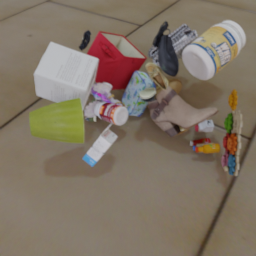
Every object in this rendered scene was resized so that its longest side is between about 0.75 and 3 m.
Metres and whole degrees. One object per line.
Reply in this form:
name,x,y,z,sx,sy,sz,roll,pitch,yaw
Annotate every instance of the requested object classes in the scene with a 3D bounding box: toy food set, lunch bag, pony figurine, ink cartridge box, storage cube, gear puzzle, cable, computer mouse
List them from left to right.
cable,-1.760,-3.504,11.284,0.258,0.830,1.017,25,23,-27
pony figurine,-1.071,-1.281,11.015,1.789,1.543,1.853,-1,38,-47
ink cartridge box,-0.822,0.539,8.964,0.442,1.326,0.768,40,23,0
storage cube,-0.585,-2.676,11.433,1.611,1.695,1.885,47,30,17
lunch bag,0.387,-1.390,11.283,0.666,1.616,1.299,6,37,-32
computer mouse,1.083,-2.293,8.591,0.429,1.126,1.627,-10,72,-16
toy food set,2.662,0.270,10.261,0.817,0.867,1.815,-4,53,-3
gear puzzle,3.269,0.116,8.976,0.356,2.722,1.410,4,2,6

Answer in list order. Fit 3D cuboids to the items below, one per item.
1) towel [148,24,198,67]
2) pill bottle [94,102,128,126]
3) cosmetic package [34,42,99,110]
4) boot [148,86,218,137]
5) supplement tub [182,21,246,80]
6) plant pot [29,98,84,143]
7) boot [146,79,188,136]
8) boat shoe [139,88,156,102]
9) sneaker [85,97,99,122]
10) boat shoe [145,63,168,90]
towel,1.863,-3.347,11.480,0.853,1.994,1.651,57,19,6
pill bottle,-0.659,-0.555,10.288,1.236,0.698,0.698,18,46,40
cosmetic package,-2.067,-1.692,9.479,1.706,1.408,1.406,19,63,-5
boot,1.704,-0.698,9.486,1.582,2.164,0.760,61,28,1
supplement tub,3.300,-2.997,10.790,2.093,1.514,1.514,-40,56,-12
plant pot,-2.093,-0.152,8.190,1.454,1.360,1.360,-5,45,-15
boot,1.880,-0.877,11.322,2.174,0.821,2.483,-28,44,-13
boat shoe,0.700,-1.089,9.557,0.535,0.447,1.435,0,14,10
sneaker,-1.504,-0.821,11.419,0.535,0.400,1.192,0,75,6
boat shoe,0.938,-1.642,8.917,0.377,1.027,0.322,-34,27,30
